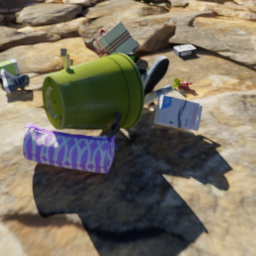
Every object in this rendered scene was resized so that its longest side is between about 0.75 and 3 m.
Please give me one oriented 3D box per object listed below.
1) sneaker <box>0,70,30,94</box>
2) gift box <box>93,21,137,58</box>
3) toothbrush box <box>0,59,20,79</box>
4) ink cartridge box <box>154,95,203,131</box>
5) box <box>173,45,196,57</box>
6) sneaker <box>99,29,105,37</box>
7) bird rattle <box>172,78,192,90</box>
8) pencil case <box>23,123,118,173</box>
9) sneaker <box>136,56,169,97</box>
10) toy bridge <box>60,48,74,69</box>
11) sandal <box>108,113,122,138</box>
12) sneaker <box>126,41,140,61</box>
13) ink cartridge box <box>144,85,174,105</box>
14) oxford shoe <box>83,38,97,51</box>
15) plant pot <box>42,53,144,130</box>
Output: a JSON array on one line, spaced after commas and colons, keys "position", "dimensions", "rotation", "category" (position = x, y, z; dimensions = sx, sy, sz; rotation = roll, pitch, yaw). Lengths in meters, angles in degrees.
[{"position": [-4.989, -2.197, 12.448], "dimensions": [1.116, 0.587, 1.545], "rotation": [-24, 53, -12], "category": "sneaker"}, {"position": [-0.662, -3.322, 11.070], "dimensions": [1.323, 1.417, 1.307], "rotation": [-44, 13, -7], "category": "gift box"}, {"position": [-5.663, -2.776, 13.212], "dimensions": [0.893, 0.650, 0.384], "rotation": [-30, 47, -31], "category": "toothbrush box"}, {"position": [1.826, -0.472, 9.606], "dimensions": [1.688, 0.979, 0.573], "rotation": [11, -1, -11], "category": "ink cartridge box"}, {"position": [3.070, -4.223, 15.301], "dimensions": [1.054, 0.317, 0.615], "rotation": [-14, 41, -18], "category": "box"}, {"position": [-1.177, -4.523, 14.000], "dimensions": [0.387, 0.611, 1.087], "rotation": [-14, 84, -12], "category": "sneaker"}, {"position": [2.395, -2.016, 12.459], "dimensions": [0.873, 0.492, 0.712], "rotation": [2, 22, -3], "category": "bird rattle"}, {"position": [-1.731, 0.619, 8.436], "dimensions": [2.765, 1.182, 1.160], "rotation": [6, 31, 5], "category": "pencil case"}, {"position": [0.520, -2.075, 10.667], "dimensions": [1.004, 2.402, 1.450], "rotation": [-21, 64, -41], "category": "sneaker"}, {"position": [-1.972, -2.140, 9.047], "dimensions": [0.200, 0.494, 1.468], "rotation": [1, 0, -2], "category": "toy bridge"}, {"position": [-0.417, -0.111, 8.078], "dimensions": [0.284, 0.426, 1.041], "rotation": [31, 44, -17], "category": "sandal"}, {"position": [0.005, -3.700, 14.351], "dimensions": [0.979, 0.897, 2.298], "rotation": [25, 53, 17], "category": "sneaker"}, {"position": [0.979, -1.213, 10.808], "dimensions": [1.045, 0.323, 1.288], "rotation": [-24, 2, -38], "category": "ink cartridge box"}, {"position": [-1.974, -4.851, 15.883], "dimensions": [1.535, 0.574, 0.541], "rotation": [28, 46, 31], "category": "oxford shoe"}, {"position": [-1.282, -0.977, 9.015], "dimensions": [2.531, 2.629, 2.629], "rotation": [-15, 40, -34], "category": "plant pot"}]
